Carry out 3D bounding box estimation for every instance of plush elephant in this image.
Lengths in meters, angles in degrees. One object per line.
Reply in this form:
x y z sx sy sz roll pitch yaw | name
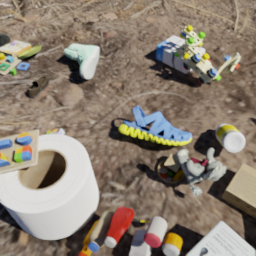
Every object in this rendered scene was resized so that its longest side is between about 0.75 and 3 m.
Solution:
1.961 1.008 7.252 1.033 1.098 1.334 -23 74 14 | plush elephant

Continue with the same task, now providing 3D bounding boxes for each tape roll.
-1.890 1.420 6.902 2.169 1.489 2.169 -2 47 2 | tape roll

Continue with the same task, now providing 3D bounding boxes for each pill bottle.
3.021 0.264 8.427 0.634 0.634 1.128 2 18 2 | pill bottle

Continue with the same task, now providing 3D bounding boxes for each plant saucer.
-4.184 -3.238 12.005 1.099 0.171 1.099 -20 28 11 | plant saucer

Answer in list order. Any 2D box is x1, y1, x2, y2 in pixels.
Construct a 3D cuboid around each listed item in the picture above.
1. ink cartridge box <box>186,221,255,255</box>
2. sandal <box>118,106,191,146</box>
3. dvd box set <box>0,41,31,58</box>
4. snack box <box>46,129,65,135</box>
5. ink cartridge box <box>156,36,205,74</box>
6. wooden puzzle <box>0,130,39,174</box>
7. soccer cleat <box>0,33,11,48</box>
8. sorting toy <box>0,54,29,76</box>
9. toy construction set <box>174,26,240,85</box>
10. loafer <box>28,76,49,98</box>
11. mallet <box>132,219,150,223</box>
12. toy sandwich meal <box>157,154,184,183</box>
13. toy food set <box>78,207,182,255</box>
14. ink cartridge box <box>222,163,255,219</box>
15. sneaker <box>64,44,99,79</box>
1.641 3.397 5.439 2.492 1.035 1.827 -32 54 -26 | ink cartridge box
0.846 -0.049 8.573 2.255 0.896 0.982 15 93 9 | sandal
-5.033 -3.492 12.370 0.889 0.179 1.215 17 41 15 | dvd box set
-2.402 0.399 8.662 0.595 0.222 0.837 -8 41 33 | snack box
2.170 -3.082 11.738 1.643 0.692 1.188 36 56 29 | ink cartridge box
-2.693 0.515 6.603 1.116 0.279 1.205 -14 44 0 | wooden puzzle
-6.389 -3.690 12.319 2.301 0.785 0.842 -29 41 -25 | soccer cleat
-5.259 -2.760 11.709 2.228 0.304 1.255 18 50 17 | sorting toy
2.907 -2.690 10.652 2.612 1.203 1.713 30 53 2 | toy construction set
-3.383 -1.621 10.568 0.427 0.417 1.169 12 48 11 | loafer
0.321 2.256 6.735 0.820 0.270 0.169 -2 85 20 | mallet
1.243 1.159 7.959 0.850 0.291 0.850 -3 58 5 | toy sandwich meal
-0.036 2.440 5.981 2.177 1.039 0.980 5 33 24 | toy food set
3.340 1.717 7.370 1.311 0.492 1.080 31 57 25 | ink cartridge box
-1.988 -2.675 11.252 1.335 0.833 2.264 8 37 0 | sneaker
